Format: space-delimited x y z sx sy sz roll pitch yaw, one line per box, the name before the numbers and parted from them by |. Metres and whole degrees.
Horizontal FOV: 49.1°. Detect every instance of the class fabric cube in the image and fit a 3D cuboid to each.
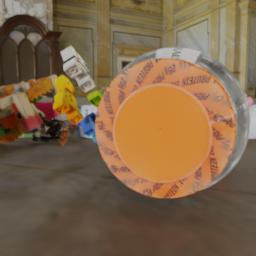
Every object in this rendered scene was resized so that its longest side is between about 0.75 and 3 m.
fabric cube | -3.139 -0.560 10.629 0.823 0.820 0.807 -1 7 -7

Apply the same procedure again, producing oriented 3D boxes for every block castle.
block castle | -2.724 -0.416 6.877 2.350 1.102 1.570 -4 26 30

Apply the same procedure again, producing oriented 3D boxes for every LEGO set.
LEGO set | -0.877 -0.614 5.695 0.994 1.069 2.605 -29 -34 9

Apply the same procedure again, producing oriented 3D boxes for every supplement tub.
supplement tub | 0.737 -0.161 4.065 1.779 1.779 2.903 2 8 17

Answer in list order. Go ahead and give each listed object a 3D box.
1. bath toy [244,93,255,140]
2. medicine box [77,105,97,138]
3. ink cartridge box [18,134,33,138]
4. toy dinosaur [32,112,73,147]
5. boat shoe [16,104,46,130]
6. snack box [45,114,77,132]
bath toy | 2.876 -0.432 7.826 1.010 1.188 2.732 -20 25 4
medicine box | -0.262 -0.204 7.714 1.709 0.879 1.556 5 9 35
ink cartridge box | -2.933 0.141 7.791 0.874 0.210 0.636 -5 9 -21
toy dinosaur | -1.768 0.058 6.859 0.953 0.717 1.404 12 -3 -27
boat shoe | -3.442 -0.479 9.290 2.023 0.741 0.656 20 7 43
snack box | -2.129 -0.275 9.783 0.980 0.331 2.727 -10 8 -2
